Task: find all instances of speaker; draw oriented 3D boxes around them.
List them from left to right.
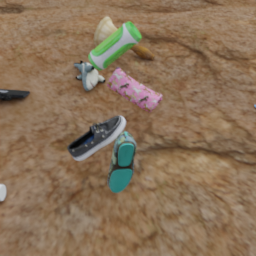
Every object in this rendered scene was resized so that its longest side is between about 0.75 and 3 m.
[{"bbox_3d":[-0.432,-2.525,8.750,1.691,0.748,0.748,-33,39,24],"label":"speaker"}]

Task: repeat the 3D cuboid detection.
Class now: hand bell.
[{"bbox_3d":[-0.026,-4.087,13.694,2.967,1.545,1.545,29,50,11],"label":"hand bell"}]

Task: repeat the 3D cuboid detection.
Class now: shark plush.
[{"bbox_3d":[-1.970,-2.439,12.204,0.915,0.998,2.197,-44,59,1],"label":"shark plush"}]

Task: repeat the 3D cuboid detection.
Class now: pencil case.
[{"bbox_3d":[0.225,-1.288,9.706,1.911,0.791,0.827,34,86,3],"label":"pencil case"}]

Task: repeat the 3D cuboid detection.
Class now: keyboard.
[{"bbox_3d":[-5.104,-1.284,11.368,1.979,0.392,1.030,4,22,6],"label":"keyboard"}]

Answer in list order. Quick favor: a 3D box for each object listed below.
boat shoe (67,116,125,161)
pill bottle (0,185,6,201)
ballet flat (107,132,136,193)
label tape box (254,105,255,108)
[{"bbox_3d":[-0.936,0.187,7.982,1.861,0.617,0.651,-35,44,2],"label":"boat shoe"},{"bbox_3d":[-4.023,1.844,7.919,0.955,0.556,0.556,-1,44,-1],"label":"pill bottle"},{"bbox_3d":[-0.176,0.936,7.764,0.748,2.015,0.748,10,37,-8],"label":"ballet flat"},{"bbox_3d":[5.872,-0.832,10.668,1.591,0.526,1.140,-13,46,-15],"label":"label tape box"}]
